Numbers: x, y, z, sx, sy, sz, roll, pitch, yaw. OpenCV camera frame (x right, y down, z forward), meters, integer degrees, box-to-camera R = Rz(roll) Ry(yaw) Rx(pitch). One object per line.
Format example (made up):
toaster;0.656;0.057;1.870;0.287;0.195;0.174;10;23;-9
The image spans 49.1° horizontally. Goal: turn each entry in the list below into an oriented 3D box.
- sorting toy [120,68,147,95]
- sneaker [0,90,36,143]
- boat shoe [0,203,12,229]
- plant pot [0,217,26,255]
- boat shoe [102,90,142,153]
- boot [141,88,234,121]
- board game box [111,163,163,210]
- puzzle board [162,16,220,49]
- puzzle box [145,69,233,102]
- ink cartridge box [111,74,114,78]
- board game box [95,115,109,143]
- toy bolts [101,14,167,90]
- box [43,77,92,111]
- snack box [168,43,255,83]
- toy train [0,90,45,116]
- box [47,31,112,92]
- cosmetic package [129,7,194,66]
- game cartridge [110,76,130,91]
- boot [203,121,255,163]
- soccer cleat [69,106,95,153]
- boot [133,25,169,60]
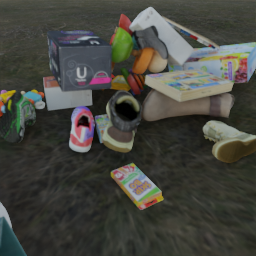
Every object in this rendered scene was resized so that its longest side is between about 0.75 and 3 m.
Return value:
sorting toy;0.292;-1.681;9.853;0.640;0.937;1.559;-28;34;0
sneaker;-2.911;-0.288;7.709;0.861;0.788;2.020;35;22;-32
boat shoe;-2.592;1.148;4.588;0.716;0.700;2.021;-31;63;-27
plant pot;-2.123;2.203;2.889;2.033;1.437;1.436;-15;32;-10
boat shoe;-0.040;-0.415;7.223;0.985;0.872;2.690;20;29;-12
boot;1.923;-0.719;8.300;2.121;1.019;2.901;16;33;26
board game box;0.174;1.189;5.854;0.574;0.180;1.201;-18;37;-26
puzzle board;2.292;-3.308;9.989;1.808;0.209;2.399;34;21;17
puzzle box;1.771;-1.297;8.123;2.187;0.278;1.455;-14;33;-34
ink cartridge box;-1.580;-2.384;11.770;1.694;0.425;1.374;-15;34;-20
board game box;-0.634;0.008;7.620;0.406;0.414;0.789;-9;32;-10
toy bolts;0.199;-2.534;10.183;1.877;2.585;2.707;20;46;-13
box;-2.034;-1.239;9.424;1.459;0.776;1.111;-8;31;-15
snack box;3.352;-2.497;10.908;2.848;0.964;2.402;5;28;32
toy train;-3.507;-0.690;8.840;1.748;0.486;1.313;-5;41;-14
box;-1.611;-2.206;8.919;1.546;1.341;2.529;-8;30;-20
cosmetic package;1.130;-3.065;9.632;0.776;2.095;1.065;-51;19;0
game cartridge;-0.226;-1.753;10.900;0.919;0.169;1.042;11;32;20
boot;2.297;0.272;6.923;1.590;0.573;1.229;-9;29;-36
soccer cleat;-1.177;-0.175;7.461;0.682;0.732;1.999;12;29;-12
boot;0.667;-2.495;8.520;0.777;0.412;1.181;-27;83;-23
